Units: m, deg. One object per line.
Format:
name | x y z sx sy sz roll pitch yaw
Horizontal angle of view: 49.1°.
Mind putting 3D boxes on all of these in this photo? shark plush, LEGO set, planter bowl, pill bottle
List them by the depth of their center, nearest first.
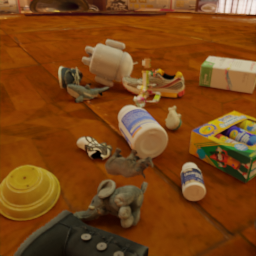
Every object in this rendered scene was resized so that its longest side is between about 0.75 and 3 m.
planter bowl | -2.423 1.364 6.667 1.515 0.631 1.515 3 42 -3
pill bottle | 1.629 1.336 7.152 0.548 0.548 0.988 2 28 4
pill bottle | 0.357 0.027 8.971 1.123 1.123 2.004 -9 30 -16
LEGO set | 0.937 -1.816 11.922 0.866 1.071 2.327 5 65 22
shark plush | -1.746 -1.614 12.378 1.814 0.755 0.824 -2 28 -4

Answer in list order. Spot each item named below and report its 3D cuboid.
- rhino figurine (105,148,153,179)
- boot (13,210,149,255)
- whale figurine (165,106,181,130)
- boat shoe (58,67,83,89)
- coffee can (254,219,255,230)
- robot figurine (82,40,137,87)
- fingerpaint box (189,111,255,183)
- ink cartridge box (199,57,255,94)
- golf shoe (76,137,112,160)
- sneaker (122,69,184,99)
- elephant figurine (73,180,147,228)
rhino figurine | 0.031 0.911 6.860 1.585 0.474 0.693 -2 47 47
boot | -0.840 2.448 5.077 2.025 0.665 1.669 19 35 24
whale figurine | 1.655 -0.329 10.061 0.443 0.854 0.680 20 -31 -39
boat shoe | -2.719 -2.383 13.393 0.840 1.018 2.718 2 10 -1
coffee can | 3.129 2.196 4.886 1.170 1.170 1.598 -1 28 -2
robot figurine | -0.896 -3.152 13.689 2.600 2.205 1.468 17 9 -4
fingerpaint box | 3.370 0.424 8.481 2.334 0.856 1.947 -20 34 -34
ink cartridge box | 5.067 -2.690 13.987 2.574 1.126 1.870 12 31 23
golf shoe | -1.125 0.630 8.531 1.261 0.490 0.596 13 31 24
sneaker | 1.151 -2.180 12.964 2.923 1.201 1.138 5 28 10
elephant figurine | -0.416 1.661 6.320 1.364 0.965 1.059 1 -5 35
